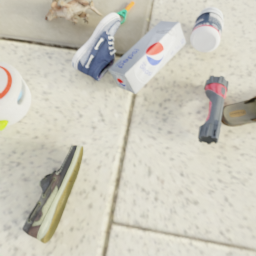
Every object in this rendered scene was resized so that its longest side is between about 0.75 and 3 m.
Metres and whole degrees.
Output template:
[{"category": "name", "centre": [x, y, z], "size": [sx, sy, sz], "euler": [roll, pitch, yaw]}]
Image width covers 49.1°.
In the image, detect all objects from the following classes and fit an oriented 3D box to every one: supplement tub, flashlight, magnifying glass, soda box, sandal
[{"category": "supplement tub", "centre": [3.010, -3.726, 10.619], "size": [1.079, 1.079, 1.538], "euler": [17, 57, 7]}, {"category": "flashlight", "centre": [2.838, -0.619, 9.506], "size": [0.823, 0.820, 2.422], "euler": [10, 66, 20]}, {"category": "magnifying glass", "centre": [-0.174, -4.826, 11.727], "size": [0.546, 0.154, 1.371], "euler": [32, 69, 13]}, {"category": "soda box", "centre": [0.738, -2.593, 10.077], "size": [2.922, 0.927, 0.997], "euler": [-46, 42, -15]}, {"category": "sandal", "centre": [4.456, -0.752, 9.636], "size": [2.676, 0.730, 1.094], "euler": [-11, 67, -5]}]

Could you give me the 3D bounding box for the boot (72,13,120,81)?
[{"category": "boot", "centre": [-0.824, -3.008, 10.522], "size": [1.222, 0.984, 2.704], "euler": [33, 81, 14]}]

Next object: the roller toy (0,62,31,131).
[{"category": "roller toy", "centre": [-4.430, -1.161, 9.394], "size": [1.961, 1.502, 2.149], "euler": [-41, 73, -16]}]

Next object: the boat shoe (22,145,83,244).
[{"category": "boat shoe", "centre": [-2.214, 1.804, 8.354], "size": [0.983, 1.069, 2.991], "euler": [18, 72, 3]}]

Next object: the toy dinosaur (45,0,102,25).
[{"category": "toy dinosaur", "centre": [-2.239, -4.881, 11.383], "size": [2.241, 0.962, 1.519], "euler": [-16, 40, -21]}]
